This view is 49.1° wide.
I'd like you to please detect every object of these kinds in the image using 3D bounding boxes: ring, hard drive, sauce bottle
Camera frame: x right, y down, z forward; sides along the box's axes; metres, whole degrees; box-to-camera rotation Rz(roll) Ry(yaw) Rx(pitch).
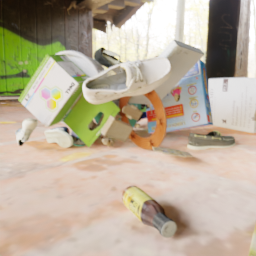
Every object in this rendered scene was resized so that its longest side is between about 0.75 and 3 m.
[{"bbox_3d":[0.373,-0.372,9.265,0.223,2.326,2.326,-16,18,-35],"label":"ring"},{"bbox_3d":[1.246,-1.794,9.712,1.718,0.342,2.605,-2,-36,-46],"label":"hard drive"},{"bbox_3d":[0.324,1.386,4.735,0.446,0.446,1.351,-4,9,-23],"label":"sauce bottle"}]

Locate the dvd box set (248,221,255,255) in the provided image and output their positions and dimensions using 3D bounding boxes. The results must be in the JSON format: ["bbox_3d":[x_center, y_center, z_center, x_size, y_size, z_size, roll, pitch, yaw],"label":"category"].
[{"bbox_3d":[2.120,1.725,3.255,1.373,0.276,1.877,5,11,28],"label":"dvd box set"}]

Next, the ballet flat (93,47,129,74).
[{"bbox_3d":[-0.361,-2.415,10.884,2.117,0.724,0.720,29,49,-12],"label":"ballet flat"}]

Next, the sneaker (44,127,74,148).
[{"bbox_3d":[-2.380,0.251,10.356,0.757,0.671,1.791,-24,23,-37],"label":"sneaker"}]

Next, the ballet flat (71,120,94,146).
[{"bbox_3d":[-1.654,0.031,11.223,0.944,0.944,2.624,0,9,2],"label":"ballet flat"}]

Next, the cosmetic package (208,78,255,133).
[{"bbox_3d":[5.871,-1.235,13.839,2.473,2.471,2.998,-5,10,-26],"label":"cosmetic package"}]

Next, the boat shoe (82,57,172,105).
[{"bbox_3d":[0.030,-1.424,8.037,2.768,0.980,0.959,-22,-9,-6],"label":"boat shoe"}]

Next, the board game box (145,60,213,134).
[{"bbox_3d":[1.884,-1.138,10.987,2.482,2.430,0.693,-10,-8,32],"label":"board game box"}]

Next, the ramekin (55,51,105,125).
[{"bbox_3d":[-1.835,-1.471,10.219,2.608,2.608,1.215,4,16,21],"label":"ramekin"}]

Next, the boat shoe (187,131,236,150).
[{"bbox_3d":[3.009,0.406,9.974,1.921,0.574,0.686,-3,10,-18],"label":"boat shoe"}]

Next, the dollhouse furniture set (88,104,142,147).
[{"bbox_3d":[-0.764,-0.421,9.786,0.976,1.704,1.999,23,12,-44],"label":"dollhouse furniture set"}]

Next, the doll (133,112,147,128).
[{"bbox_3d":[0.309,-0.816,14.471,2.817,0.683,1.922,-18,53,-17],"label":"doll"}]

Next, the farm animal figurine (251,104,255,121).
[{"bbox_3d":[5.732,-0.407,11.285,1.262,2.027,2.511,-29,-4,27],"label":"farm animal figurine"}]

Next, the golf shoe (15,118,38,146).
[{"bbox_3d":[-3.252,0.154,9.048,0.489,0.608,1.250,11,-36,-36],"label":"golf shoe"}]

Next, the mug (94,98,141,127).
[{"bbox_3d":[-0.513,-1.139,11.613,2.085,2.538,1.569,-4,-12,-3],"label":"mug"}]

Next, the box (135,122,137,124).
[{"bbox_3d":[-0.485,-0.744,12.708,1.359,1.540,0.745,-20,8,-27],"label":"box"}]

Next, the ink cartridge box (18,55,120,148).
[{"bbox_3d":[-1.915,-0.781,9.164,2.682,1.982,1.016,43,23,6],"label":"ink cartridge box"}]

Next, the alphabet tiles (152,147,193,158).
[{"bbox_3d":[1.287,0.706,8.233,1.112,0.042,1.337,9,3,2],"label":"alphabet tiles"}]

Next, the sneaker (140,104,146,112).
[{"bbox_3d":[0.723,-1.606,13.210,0.681,1.775,0.743,-6,-31,-14],"label":"sneaker"}]
